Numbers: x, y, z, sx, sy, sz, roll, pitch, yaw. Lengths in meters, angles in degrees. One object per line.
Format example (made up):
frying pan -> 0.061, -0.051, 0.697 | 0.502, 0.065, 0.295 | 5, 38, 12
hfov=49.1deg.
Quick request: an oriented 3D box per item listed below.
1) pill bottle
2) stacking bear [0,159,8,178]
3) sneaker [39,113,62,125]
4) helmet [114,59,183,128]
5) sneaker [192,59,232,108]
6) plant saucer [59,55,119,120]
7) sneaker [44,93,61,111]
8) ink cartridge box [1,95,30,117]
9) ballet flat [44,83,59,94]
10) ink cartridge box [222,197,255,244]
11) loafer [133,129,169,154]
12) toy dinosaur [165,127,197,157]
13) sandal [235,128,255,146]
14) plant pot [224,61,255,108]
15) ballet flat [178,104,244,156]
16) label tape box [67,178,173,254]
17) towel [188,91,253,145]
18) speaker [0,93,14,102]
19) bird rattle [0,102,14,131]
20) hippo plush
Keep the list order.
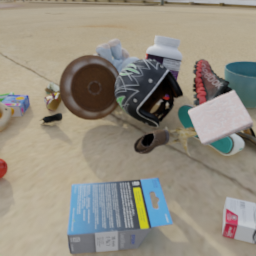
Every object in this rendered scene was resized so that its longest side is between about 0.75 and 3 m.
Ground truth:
pill bottle -> 1.348, -2.348, 11.603 | 1.497, 2.662, 1.497 | 10, 15, -3
stacking bear -> -4.159, 0.915, 8.073 | 1.663, 1.010, 0.946 | 28, -5, 25
sneaker -> -2.912, -0.327, 10.526 | 0.526, 0.303, 1.008 | -17, 4, -41
helmet -> 0.592, -1.298, 9.701 | 2.268, 2.162, 2.268 | -29, 37, 25
sneaker -> 2.874, -1.423, 9.687 | 1.280, 0.926, 2.621 | -3, 50, 13
plant saucer -> -1.293, -1.482, 10.448 | 2.462, 2.462, 0.450 | -12, 12, -20
sneaker -> -3.356, -1.090, 12.052 | 0.640, 0.532, 1.420 | -5, 23, 8
ink cartridge box -> -4.738, -0.991, 11.794 | 0.911, 0.510, 1.335 | 1, 29, -1
ballet flat -> -3.496, -1.806, 13.181 | 0.526, 0.561, 1.552 | -20, 35, -31
ink cartridge box -> 2.768, 2.124, 6.315 | 1.158, 0.483, 0.841 | 10, 31, 16
loafer -> 0.497, 0.332, 7.354 | 0.488, 1.376, 0.503 | 5, 67, -31
toy dinosaur -> 1.534, 0.231, 8.108 | 0.909, 0.523, 1.799 | -1, 20, 20
sandal -> 4.041, 0.164, 9.462 | 0.774, 0.517, 1.893 | 17, 15, -42
plant pot -> 5.277, -1.798, 12.123 | 2.347, 1.581, 2.347 | 0, 29, 0
ballet flat -> 2.821, 0.062, 9.695 | 0.971, 0.971, 2.795 | -15, 36, -24
label tape box -> -0.230, 1.949, 6.416 | 2.158, 0.683, 1.556 | -3, 30, -5
towel -> 2.012, -0.229, 6.213 | 1.148, 0.185, 1.096 | -24, 45, 14
speaker -> -5.554, -1.281, 12.372 | 1.036, 0.458, 0.458 | -14, 32, -23
bird rattle -> -5.450, -0.516, 10.306 | 2.053, 1.419, 2.519 | 18, 34, 0
hippo plush -> -0.483, -2.387, 11.728 | 1.863, 2.338, 1.880 | 8, 24, -49
